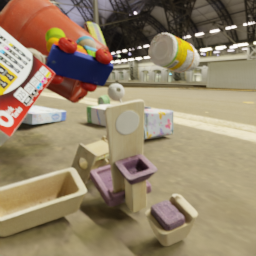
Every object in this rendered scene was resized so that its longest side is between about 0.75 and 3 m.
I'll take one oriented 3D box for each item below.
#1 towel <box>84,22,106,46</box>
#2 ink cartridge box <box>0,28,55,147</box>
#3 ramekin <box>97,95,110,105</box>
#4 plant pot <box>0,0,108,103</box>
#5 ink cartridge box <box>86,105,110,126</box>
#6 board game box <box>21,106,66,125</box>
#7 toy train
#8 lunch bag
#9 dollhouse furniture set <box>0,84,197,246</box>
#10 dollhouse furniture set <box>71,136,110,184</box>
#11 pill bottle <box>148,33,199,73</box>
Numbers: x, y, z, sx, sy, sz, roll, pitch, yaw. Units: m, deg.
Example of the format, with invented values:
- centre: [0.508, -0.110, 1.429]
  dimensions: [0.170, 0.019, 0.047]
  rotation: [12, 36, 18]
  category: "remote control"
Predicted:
- centre: [-1.235, -3.438, 10.732]
  dimensions: [0.186, 1.176, 1.638]
  rotation: [-16, 16, 14]
  category: "towel"
- centre: [-2.612, -0.839, 4.945]
  dimensions: [0.905, 1.895, 2.158]
  rotation: [-37, 25, 30]
  category: "ink cartridge box"
- centre: [-1.709, -1.745, 19.412]
  dimensions: [0.496, 1.015, 1.015]
  rotation: [-17, 19, -35]
  category: "ramekin"
- centre: [-2.394, -2.468, 9.372]
  dimensions: [2.852, 2.933, 2.933]
  rotation: [33, 16, 4]
  category: "plant pot"
- centre: [-0.921, -0.634, 13.997]
  dimensions: [1.471, 0.853, 2.031]
  rotation: [-9, 14, -39]
  category: "ink cartridge box"
- centre: [-5.002, -0.711, 14.136]
  dimensions: [2.654, 0.576, 2.641]
  rotation: [10, 8, 21]
  category: "board game box"
- centre: [-1.811, -1.976, 7.000]
  dimensions: [2.707, 1.146, 1.566]
  rotation: [10, 40, -33]
  category: "toy train"
- centre: [0.548, -0.231, 11.091]
  dimensions: [1.660, 1.244, 1.957]
  rotation: [-6, 6, -40]
  category: "lunch bag"
- centre: [-0.790, 0.646, 4.100]
  dimensions: [2.885, 2.048, 2.286]
  rotation: [-14, 29, -22]
  category: "dollhouse furniture set"
- centre: [-0.301, 0.957, 6.863]
  dimensions: [1.428, 0.898, 1.614]
  rotation: [33, 24, 22]
  category: "dollhouse furniture set"
- centre: [1.578, -2.364, 9.155]
  dimensions: [1.005, 1.005, 1.811]
  rotation: [10, 5, 41]
  category: "pill bottle"
